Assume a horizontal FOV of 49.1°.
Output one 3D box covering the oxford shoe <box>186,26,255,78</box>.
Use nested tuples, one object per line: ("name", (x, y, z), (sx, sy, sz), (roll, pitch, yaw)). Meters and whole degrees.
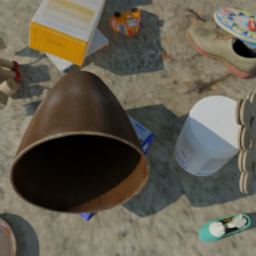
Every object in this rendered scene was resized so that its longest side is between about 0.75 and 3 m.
("oxford shoe", (3.314, -2.908, 9.685), (2.782, 1.040, 0.980), (36, 69, 14))

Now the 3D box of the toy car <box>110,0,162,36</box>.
("toy car", (0.264, -4.039, 9.626), (1.232, 2.511, 0.836), (-14, 79, -25))

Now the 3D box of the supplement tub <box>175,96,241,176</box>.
("supplement tub", (2.161, 0.330, 7.559), (1.527, 2.314, 1.527), (0, 67, 0))

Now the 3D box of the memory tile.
("memory tile", (2.812, 0.244, 6.325), (0.185, 2.198, 1.685), (7, 27, 40))

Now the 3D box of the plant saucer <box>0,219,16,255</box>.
("plant saucer", (-3.917, 3.336, 7.274), (2.076, 0.357, 2.076), (1, 62, -1))

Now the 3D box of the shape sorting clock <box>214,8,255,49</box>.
("shape sorting clock", (4.298, -3.629, 9.909), (2.590, 0.508, 2.590), (10, 46, -11))

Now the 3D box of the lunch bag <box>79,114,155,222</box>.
("lunch bag", (-1.066, 0.768, 7.730), (2.374, 1.729, 2.792), (35, 63, 14))

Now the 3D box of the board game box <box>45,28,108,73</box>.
("board game box", (-2.134, -3.227, 10.260), (2.095, 0.271, 2.095), (-36, 71, -15))

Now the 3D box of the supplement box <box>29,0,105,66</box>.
("supplement box", (-1.906, -3.575, 9.200), (1.756, 1.024, 2.786), (19, 57, -9))

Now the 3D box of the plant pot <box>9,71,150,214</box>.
("plant pot", (-1.016, 0.024, 6.010), (2.491, 2.491, 2.665), (-8, 46, -3))

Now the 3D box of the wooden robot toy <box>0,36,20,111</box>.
("wooden robot toy", (-4.527, -1.675, 9.363), (1.340, 1.301, 2.953), (-30, 65, 26))

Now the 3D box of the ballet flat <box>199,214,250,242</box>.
("ballet flat", (2.609, 2.635, 7.530), (1.492, 0.525, 0.502), (-17, 64, -7))
